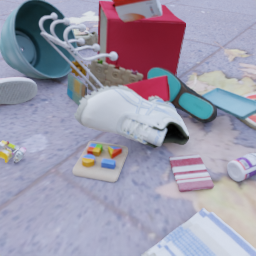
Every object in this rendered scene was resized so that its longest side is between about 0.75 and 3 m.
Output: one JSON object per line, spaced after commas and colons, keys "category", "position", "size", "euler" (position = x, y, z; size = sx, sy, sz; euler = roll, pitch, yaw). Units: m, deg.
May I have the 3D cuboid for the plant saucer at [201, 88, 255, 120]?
{"category": "plant saucer", "position": [2.839, -0.711, 7.907], "size": [0.735, 0.199, 2.101], "euler": [-26, 26, -7]}

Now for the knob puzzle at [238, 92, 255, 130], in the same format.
{"category": "knob puzzle", "position": [4.477, -0.571, 8.521], "size": [2.901, 0.402, 2.901], "euler": [0, 37, 0]}

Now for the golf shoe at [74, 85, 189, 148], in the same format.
{"category": "golf shoe", "position": [0.269, -0.168, 6.732], "size": [2.988, 1.170, 1.453], "euler": [2, 34, -33]}

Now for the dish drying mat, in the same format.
{"category": "dish drying mat", "position": [0.330, -0.995, 8.292], "size": [1.923, 0.739, 0.175], "euler": [-8, -8, 33]}

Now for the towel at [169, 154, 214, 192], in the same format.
{"category": "towel", "position": [1.454, 1.040, 6.583], "size": [0.784, 0.124, 1.089], "euler": [-5, 36, -4]}

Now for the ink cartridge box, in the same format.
{"category": "ink cartridge box", "position": [0.216, -2.936, 6.803], "size": [1.052, 0.325, 1.298], "euler": [-4, 8, 16]}

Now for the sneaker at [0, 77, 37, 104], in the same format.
{"category": "sneaker", "position": [-4.278, -1.351, 9.111], "size": [2.459, 0.925, 1.285], "euler": [-16, 44, -13]}

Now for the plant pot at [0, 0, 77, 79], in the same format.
{"category": "plant pot", "position": [-3.500, -3.041, 10.285], "size": [1.818, 2.714, 2.714], "euler": [-5, 29, 35]}

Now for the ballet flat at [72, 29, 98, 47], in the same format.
{"category": "ballet flat", "position": [-2.594, -4.115, 12.827], "size": [2.482, 0.934, 0.842], "euler": [-7, 45, -9]}

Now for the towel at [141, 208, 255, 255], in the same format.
{"category": "towel", "position": [1.115, 2.487, 4.491], "size": [2.457, 0.293, 1.805], "euler": [-24, 43, -29]}

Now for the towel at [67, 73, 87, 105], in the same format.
{"category": "towel", "position": [-1.661, -1.201, 9.033], "size": [0.120, 0.813, 1.109], "euler": [-14, 38, -36]}

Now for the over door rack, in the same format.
{"category": "over door rack", "position": [-0.988, -1.555, 7.465], "size": [0.995, 2.988, 2.207], "euler": [-37, 39, -10]}

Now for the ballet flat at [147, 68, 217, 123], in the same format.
{"category": "ballet flat", "position": [1.599, -0.931, 8.483], "size": [2.456, 0.835, 0.840], "euler": [43, 14, 23]}

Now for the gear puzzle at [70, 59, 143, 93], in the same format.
{"category": "gear puzzle", "position": [-0.731, -1.570, 8.875], "size": [2.330, 1.207, 0.305], "euler": [18, 39, 3]}

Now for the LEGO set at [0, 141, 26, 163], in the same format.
{"category": "LEGO set", "position": [-3.198, 0.255, 6.939], "size": [1.516, 0.697, 0.564], "euler": [43, 31, -7]}

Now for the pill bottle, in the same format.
{"category": "pill bottle", "position": [2.793, 0.876, 6.497], "size": [0.870, 0.485, 0.485], "euler": [-16, 40, -21]}

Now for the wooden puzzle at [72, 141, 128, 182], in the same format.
{"category": "wooden puzzle", "position": [-0.652, 0.741, 6.857], "size": [1.099, 0.275, 1.186], "euler": [8, 38, 11]}

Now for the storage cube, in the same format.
{"category": "storage cube", "position": [0.278, -2.862, 9.742], "size": [2.480, 2.759, 2.359], "euler": [-1, 36, -12]}
